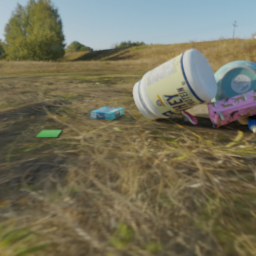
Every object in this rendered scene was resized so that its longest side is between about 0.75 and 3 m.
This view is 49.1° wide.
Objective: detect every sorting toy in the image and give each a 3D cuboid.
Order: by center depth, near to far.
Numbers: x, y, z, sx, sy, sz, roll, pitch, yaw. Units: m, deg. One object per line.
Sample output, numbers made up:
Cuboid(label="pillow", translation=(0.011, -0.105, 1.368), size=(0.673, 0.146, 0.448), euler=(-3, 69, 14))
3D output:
Cuboid(label="sorting toy", translation=(3.086, -0.825, 13.329), size=(2.096, 0.308, 1.549), euler=(9, 22, 21))

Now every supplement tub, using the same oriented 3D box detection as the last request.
Cuboid(label="supplement tub", translation=(1.840, -1.624, 11.321), size=(2.869, 2.080, 2.080), euler=(-23, -2, 38))

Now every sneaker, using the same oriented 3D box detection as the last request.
Cuboid(label="sneaker", translation=(2.498, -0.338, 11.502), size=(0.318, 0.377, 0.861), euler=(-13, 42, -29))

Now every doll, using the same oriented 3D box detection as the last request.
Cuboid(label="doll", translation=(5.250, -0.249, 10.306), size=(1.884, 0.669, 2.761), euler=(-32, 26, -24))

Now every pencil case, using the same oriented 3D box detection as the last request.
Cuboid(label="pencil case", translation=(4.310, -0.825, 10.429), size=(2.585, 1.070, 1.118), euler=(-16, 40, 15))

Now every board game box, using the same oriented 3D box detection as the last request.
Cuboid(label="board game box", translation=(-0.930, -0.668, 12.714), size=(1.021, 0.317, 1.353), euler=(6, 16, 23))

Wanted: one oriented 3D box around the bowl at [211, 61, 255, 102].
Cuboid(label="bowl", translation=(4.659, -1.716, 11.755), size=(2.582, 2.582, 1.350), euler=(6, 0, 24))

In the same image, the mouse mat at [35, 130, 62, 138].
Cuboid(label="mouse mat", translation=(-2.803, 0.208, 9.923), size=(0.754, 0.035, 0.938), euler=(0, 13, -2))
